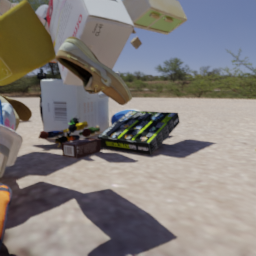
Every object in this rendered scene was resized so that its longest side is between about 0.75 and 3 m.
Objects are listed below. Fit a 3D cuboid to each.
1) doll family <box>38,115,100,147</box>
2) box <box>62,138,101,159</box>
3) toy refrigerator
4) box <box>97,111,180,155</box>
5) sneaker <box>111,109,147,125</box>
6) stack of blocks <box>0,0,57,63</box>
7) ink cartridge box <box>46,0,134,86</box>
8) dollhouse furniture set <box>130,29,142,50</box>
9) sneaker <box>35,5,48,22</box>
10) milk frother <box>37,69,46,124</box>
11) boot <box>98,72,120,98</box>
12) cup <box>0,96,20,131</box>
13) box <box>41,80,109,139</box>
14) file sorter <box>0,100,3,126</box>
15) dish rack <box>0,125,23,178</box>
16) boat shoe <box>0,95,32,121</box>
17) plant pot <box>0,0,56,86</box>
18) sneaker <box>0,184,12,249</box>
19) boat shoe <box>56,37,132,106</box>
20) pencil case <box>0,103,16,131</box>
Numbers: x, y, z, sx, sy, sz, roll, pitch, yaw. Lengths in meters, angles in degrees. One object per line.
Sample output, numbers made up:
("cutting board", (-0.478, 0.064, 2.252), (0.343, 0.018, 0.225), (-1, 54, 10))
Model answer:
("doll family", (-1.794, 0.155, 8.442), (1.913, 0.751, 1.106), (-24, 1, 13))
("box", (-1.245, 0.527, 7.569), (0.513, 0.384, 1.025), (5, 11, 33))
("toy refrigerator", (0.911, -3.722, 9.137), (0.946, 0.872, 2.491), (-28, -8, 36))
("box", (0.341, 0.061, 8.481), (1.830, 0.450, 1.895), (7, 32, 33))
("sneaker", (0.214, -0.213, 10.459), (2.561, 0.983, 1.424), (12, 5, 28))
("stack of blocks", (-3.037, -2.576, 6.838), (1.538, 0.782, 2.671), (14, -7, 31))
("ink cartridge box", (-0.722, -1.723, 4.494), (0.756, 1.766, 1.303), (-2, -34, -31))
("dollhouse furniture set", (-0.640, -2.698, 8.513), (2.387, 2.035, 1.165), (45, -7, -37))
("sneaker", (-2.700, -2.832, 9.316), (0.805, 2.133, 1.214), (20, 0, 42))
("milk frother", (-3.051, -1.561, 13.828), (2.574, 2.736, 2.469), (-4, 5, -31))
("boot", (-0.692, -1.579, 10.082), (0.555, 0.722, 1.510), (-21, 8, 35))
("cup", (-4.590, -0.274, 10.034), (1.099, 1.536, 1.536), (28, 13, 7))
("box", (-1.877, -0.786, 10.637), (1.436, 2.057, 2.701), (3, 9, 19))
("file sorter", (-4.177, 0.005, 6.733), (1.870, 1.653, 2.695), (-1, 8, -13))
("dish rack", (-3.138, 0.254, 4.339), (2.653, 0.578, 2.277), (20, -27, -19))
("boat shoe", (-6.223, -1.165, 14.506), (2.537, 0.935, 0.878), (33, -9, -38))
("plant pot", (-2.069, -1.336, 4.860), (1.081, 1.074, 1.105), (-16, 30, 31))
("sneaker", (-2.252, 0.762, 2.934), (2.716, 1.054, 1.522), (39, 20, 34))
("boat shoe", (-0.437, -0.626, 3.564), (1.118, 0.371, 0.414), (40, -27, -17))
("pencil case", (-5.102, -0.163, 8.744), (2.958, 1.342, 1.230), (1, 21, -5))
